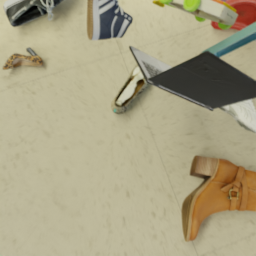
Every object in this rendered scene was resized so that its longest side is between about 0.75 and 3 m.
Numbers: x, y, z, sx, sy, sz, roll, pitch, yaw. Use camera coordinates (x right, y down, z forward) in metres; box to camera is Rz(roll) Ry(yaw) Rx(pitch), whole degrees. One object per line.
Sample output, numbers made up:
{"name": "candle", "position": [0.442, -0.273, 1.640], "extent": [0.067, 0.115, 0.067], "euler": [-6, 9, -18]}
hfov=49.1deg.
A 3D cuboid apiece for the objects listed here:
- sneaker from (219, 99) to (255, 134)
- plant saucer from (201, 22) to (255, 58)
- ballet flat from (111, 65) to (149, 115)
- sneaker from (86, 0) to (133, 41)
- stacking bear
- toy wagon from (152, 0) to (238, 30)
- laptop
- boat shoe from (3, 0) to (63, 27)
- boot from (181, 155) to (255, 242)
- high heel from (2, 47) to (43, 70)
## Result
{"name": "sneaker", "position": [3.335, -0.584, 7.986], "extent": [1.865, 0.727, 0.927], "euler": [42, 95, 8]}
{"name": "plant saucer", "position": [3.053, -2.307, 6.687], "extent": [0.979, 2.801, 0.266], "euler": [-17, 87, -41]}
{"name": "ballet flat", "position": [0.204, -1.416, 9.360], "extent": [0.755, 0.838, 2.225], "euler": [35, 80, 0]}
{"name": "sneaker", "position": [-0.379, -2.879, 6.261], "extent": [0.988, 0.639, 1.822], "euler": [-4, 122, -20]}
{"name": "stacking bear", "position": [4.028, -5.052, 9.822], "extent": [1.740, 1.629, 2.865], "euler": [10, 74, 2]}
{"name": "toy wagon", "position": [1.590, -3.160, 7.236], "extent": [2.354, 1.826, 0.466], "euler": [38, 115, 37]}
{"name": "laptop", "position": [1.573, -1.393, 6.569], "extent": [2.283, 1.413, 2.439], "euler": [18, 35, -34]}
{"name": "boat shoe", "position": [-3.015, -4.398, 9.876], "extent": [2.734, 1.009, 0.934], "euler": [-23, 76, -4]}
{"name": "boot", "position": [2.833, 2.313, 8.628], "extent": [2.111, 1.043, 2.719], "euler": [15, 72, -1]}
{"name": "high heel", "position": [-3.633, -2.191, 9.703], "extent": [1.263, 0.451, 0.900], "euler": [-40, 75, -17]}
